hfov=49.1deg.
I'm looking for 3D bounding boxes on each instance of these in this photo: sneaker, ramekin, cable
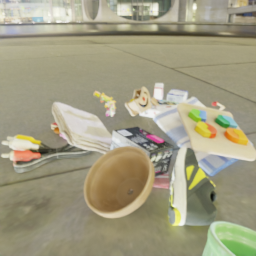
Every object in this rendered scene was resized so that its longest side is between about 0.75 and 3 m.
[{"bbox_3d":[1.710,1.540,7.373,1.155,1.017,2.730,11,35,7],"label":"sneaker"},{"bbox_3d":[2.040,2.418,4.431,1.913,0.934,1.913,21,6,-2],"label":"ramekin"},{"bbox_3d":[-2.576,0.738,9.109,2.891,0.727,1.404,-3,36,-10],"label":"cable"}]

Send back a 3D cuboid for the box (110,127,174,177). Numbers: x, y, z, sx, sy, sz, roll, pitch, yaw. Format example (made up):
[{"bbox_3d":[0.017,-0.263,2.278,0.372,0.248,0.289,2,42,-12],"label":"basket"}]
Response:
[{"bbox_3d":[0.350,0.715,8.302,1.068,0.927,1.616,-10,27,-41],"label":"box"}]

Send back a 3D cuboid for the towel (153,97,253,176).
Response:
[{"bbox_3d":[2.490,0.131,9.511,2.146,0.348,2.921,-24,54,-26],"label":"towel"}]

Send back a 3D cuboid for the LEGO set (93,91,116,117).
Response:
[{"bbox_3d":[-0.890,-0.915,11.425,0.635,1.379,0.513,-9,50,22],"label":"LEGO set"}]

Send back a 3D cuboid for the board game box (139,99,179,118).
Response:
[{"bbox_3d":[1.872,-0.802,12.786,2.337,0.404,1.475,12,28,24],"label":"board game box"}]

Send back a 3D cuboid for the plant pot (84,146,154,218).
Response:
[{"bbox_3d":[-0.116,1.440,7.013,1.852,0.855,1.852,-18,46,19],"label":"plant pot"}]

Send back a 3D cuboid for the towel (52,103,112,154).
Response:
[{"bbox_3d":[-1.519,0.036,9.798,1.907,0.496,2.878,20,16,-33],"label":"towel"}]

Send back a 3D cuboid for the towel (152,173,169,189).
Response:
[{"bbox_3d":[0.608,1.289,8.622,1.223,0.193,1.697,1,25,4],"label":"towel"}]

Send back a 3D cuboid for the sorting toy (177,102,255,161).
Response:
[{"bbox_3d":[2.746,-0.013,8.847,2.122,0.418,2.293,11,35,-10],"label":"sorting toy"}]

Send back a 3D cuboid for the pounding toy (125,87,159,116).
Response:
[{"bbox_3d":[0.700,-1.223,11.837,0.999,0.995,1.741,-16,9,36],"label":"pounding toy"}]

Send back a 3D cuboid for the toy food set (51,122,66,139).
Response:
[{"bbox_3d":[-2.259,0.015,11.057,2.198,0.346,1.397,20,29,35],"label":"toy food set"}]

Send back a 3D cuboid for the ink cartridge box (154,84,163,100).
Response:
[{"bbox_3d":[1.580,-1.832,14.583,0.433,0.746,1.011,4,26,10],"label":"ink cartridge box"}]

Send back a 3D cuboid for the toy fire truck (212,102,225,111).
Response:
[{"bbox_3d":[4.168,-0.795,12.544,0.862,0.608,0.210,21,33,38],"label":"toy fire truck"}]

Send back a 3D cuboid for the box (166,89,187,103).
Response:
[{"bbox_3d":[2.510,-1.584,14.357,0.858,0.490,0.933,11,27,20],"label":"box"}]
